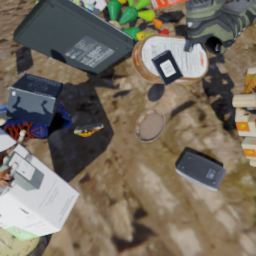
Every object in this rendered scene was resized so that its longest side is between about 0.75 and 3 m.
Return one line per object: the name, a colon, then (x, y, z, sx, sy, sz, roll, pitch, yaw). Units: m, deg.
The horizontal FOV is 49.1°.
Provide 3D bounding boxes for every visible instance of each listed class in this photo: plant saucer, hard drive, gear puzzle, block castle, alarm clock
plant saucer: (0.511, -0.038, 6.314, 0.796, 0.137, 0.796, -17, 59, 32)
hard drive: (2.192, 1.327, 8.493, 1.332, 0.282, 0.899, 25, 53, 21)
gear puzzle: (-0.854, 0.066, 6.146, 0.633, 0.160, 1.221, -10, 8, -5)
hard drive: (-1.537, -2.560, 8.166, 2.864, 1.999, 0.471, 16, 60, -43)
block castle: (3.300, -0.191, 6.338, 1.062, 2.264, 1.513, 4, 43, 42)
alarm clock: (-2.639, 2.643, 7.013, 1.475, 0.728, 2.187, 27, 55, 23)

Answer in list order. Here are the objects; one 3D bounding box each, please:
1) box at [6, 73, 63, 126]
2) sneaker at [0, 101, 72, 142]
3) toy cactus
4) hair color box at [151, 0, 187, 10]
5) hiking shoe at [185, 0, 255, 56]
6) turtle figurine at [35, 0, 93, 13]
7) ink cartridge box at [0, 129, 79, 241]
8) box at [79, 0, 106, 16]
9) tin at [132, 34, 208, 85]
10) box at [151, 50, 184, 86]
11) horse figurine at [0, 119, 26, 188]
box: (-1.950, -0.633, 5.984, 0.877, 0.633, 1.182, 14, 22, -10)
sneaker: (-2.580, -0.104, 7.271, 1.036, 0.995, 2.642, 31, 40, 31)
toy cactus: (-0.130, -3.560, 9.271, 2.223, 1.377, 2.694, -38, 89, 14)
hair color box: (1.439, -4.138, 8.572, 0.758, 0.457, 1.493, -46, 31, -22)
hiking shoe: (2.538, -2.688, 7.464, 2.800, 1.409, 1.060, -12, 30, -29)
turtle figurine: (-2.173, -3.992, 9.077, 1.842, 1.367, 1.900, -9, 15, 10)
ink cartridge box: (-2.391, 1.155, 5.568, 2.248, 1.636, 0.944, 45, 42, -19)
box: (-1.559, -4.775, 10.141, 0.906, 1.554, 0.467, -50, 54, -1)
tin: (1.304, -1.991, 8.217, 2.434, 0.510, 1.363, -3, 90, -23)
box: (0.867, -1.374, 6.367, 0.459, 0.652, 0.881, -29, 14, 10)
horse figurine: (-2.115, 0.275, 3.686, 1.575, 0.393, 1.044, 11, 47, -4)
